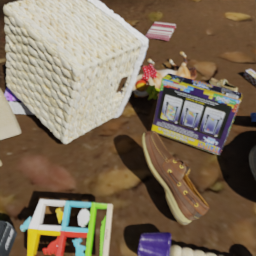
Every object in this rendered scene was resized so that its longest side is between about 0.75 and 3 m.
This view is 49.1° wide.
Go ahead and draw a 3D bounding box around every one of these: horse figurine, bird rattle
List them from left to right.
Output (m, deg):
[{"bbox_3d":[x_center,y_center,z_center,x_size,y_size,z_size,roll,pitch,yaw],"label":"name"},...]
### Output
[{"bbox_3d":[0.558,-1.476,9.284,0.957,0.661,1.174,-14,84,8],"label":"bird rattle"},{"bbox_3d":[1.385,-1.928,10.028,2.654,0.663,1.759,-5,56,-10],"label":"horse figurine"}]

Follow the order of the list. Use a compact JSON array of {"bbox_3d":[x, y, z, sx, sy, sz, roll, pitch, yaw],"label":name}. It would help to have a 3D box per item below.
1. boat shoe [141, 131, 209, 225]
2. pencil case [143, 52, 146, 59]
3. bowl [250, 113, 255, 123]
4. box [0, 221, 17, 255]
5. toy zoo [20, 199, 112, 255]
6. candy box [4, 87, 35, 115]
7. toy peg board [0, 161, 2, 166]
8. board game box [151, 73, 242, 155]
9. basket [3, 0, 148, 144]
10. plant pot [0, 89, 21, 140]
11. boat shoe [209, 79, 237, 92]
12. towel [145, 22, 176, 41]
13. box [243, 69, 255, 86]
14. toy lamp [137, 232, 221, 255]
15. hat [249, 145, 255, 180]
[{"bbox_3d":[1.099,1.050,6.626,0.789,0.841,2.337,-33,75,23],"label":"boat shoe"},{"bbox_3d":[-0.175,-3.164,11.153,1.787,0.743,0.810,20,75,16],"label":"pencil case"},{"bbox_3d":[4.317,-0.241,8.185,1.390,1.390,0.273,6,91,6],"label":"bowl"},{"bbox_3d":[-4.069,2.928,5.566,2.872,0.625,2.301,5,47,5],"label":"box"},{"bbox_3d":[-1.294,2.125,5.746,1.855,0.190,1.217,2,64,5],"label":"toy zoo"},{"bbox_3d":[-3.110,-1.129,9.348,1.713,0.613,1.437,3,48,3],"label":"candy box"},{"bbox_3d":[-4.649,0.968,7.238,1.744,0.857,1.751,22,50,19],"label":"toy peg board"},{"bbox_3d":[1.842,-0.398,7.864,2.105,1.740,0.597,21,34,17],"label":"board game box"},{"bbox_3d":[-1.583,-1.733,7.711,2.992,2.965,2.406,43,50,17],"label":"basket"},{"bbox_3d":[-4.264,-0.571,7.696,1.779,1.575,1.777,-22,33,-34],"label":"plant pot"},{"bbox_3d":[3.361,-1.508,9.844,0.406,0.364,1.096,-28,52,-37],"label":"boat shoe"},{"bbox_3d":[1.498,-4.397,12.727,1.069,0.169,1.483,14,47,15],"label":"towel"},{"bbox_3d":[4.743,-1.602,10.027,0.296,0.277,1.430,-19,50,-17],"label":"box"},{"bbox_3d":[1.498,2.676,5.731,2.618,0.762,0.762,8,48,9],"label":"toy lamp"},{"bbox_3d":[4.244,1.212,6.922,2.555,1.031,2.555,-4,45,4],"label":"hat"}]
